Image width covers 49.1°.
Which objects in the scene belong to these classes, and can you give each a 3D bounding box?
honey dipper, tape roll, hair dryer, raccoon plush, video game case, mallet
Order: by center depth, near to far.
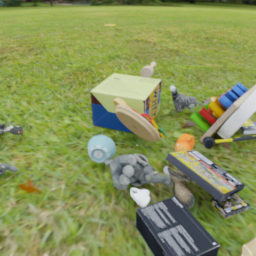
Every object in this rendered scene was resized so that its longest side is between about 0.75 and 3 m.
[{"bbox_3d":[2.110,1.210,7.617,1.786,0.228,1.614,38,22,33],"label":"video game case"},{"bbox_3d":[3.401,0.395,9.411,1.795,0.369,0.591,-8,8,6],"label":"mallet"},{"bbox_3d":[4.240,-0.610,10.008,0.474,2.595,2.595,43,46,15],"label":"tape roll"},{"bbox_3d":[-5.159,0.395,10.420,2.259,0.614,1.721,-19,18,-37],"label":"hair dryer"},{"bbox_3d":[2.449,-1.269,11.944,1.038,1.549,0.750,-20,59,6],"label":"raccoon plush"},{"bbox_3d":[1.157,-3.009,14.279,0.567,0.567,2.987,7,21,11],"label":"honey dipper"}]

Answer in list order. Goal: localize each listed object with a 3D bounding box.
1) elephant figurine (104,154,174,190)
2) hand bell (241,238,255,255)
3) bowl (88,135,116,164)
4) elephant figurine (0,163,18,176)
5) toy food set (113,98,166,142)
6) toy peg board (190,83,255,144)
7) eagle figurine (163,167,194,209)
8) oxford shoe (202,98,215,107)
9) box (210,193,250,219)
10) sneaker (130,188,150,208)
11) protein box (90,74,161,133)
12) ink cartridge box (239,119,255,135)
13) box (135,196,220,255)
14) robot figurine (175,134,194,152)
[{"bbox_3d":[0.322,1.305,8.160,1.550,1.097,1.202,9,53,-37],"label":"elephant figurine"},{"bbox_3d":[2.227,2.868,5.852,1.992,1.037,1.037,-19,32,-3],"label":"hand bell"},{"bbox_3d":[-0.884,0.758,8.883,0.936,0.936,0.489,4,27,6],"label":"bowl"},{"bbox_3d":[-4.149,1.252,8.528,0.855,1.103,0.780,-34,13,25],"label":"elephant figurine"},{"bbox_3d":[0.344,-0.197,9.726,1.945,1.926,0.473,24,71,46],"label":"toy food set"},{"bbox_3d":[3.437,-0.792,10.403,1.039,2.116,2.124,45,48,14],"label":"toy peg board"},{"bbox_3d":[1.486,1.455,7.827,1.011,1.006,1.333,32,31,2],"label":"eagle figurine"},{"bbox_3d":[3.572,-0.780,12.286,0.614,0.601,1.685,-7,26,15],"label":"oxford shoe"},{"bbox_3d":[2.776,2.085,7.658,0.819,0.202,0.654,-12,34,-20],"label":"box"},{"bbox_3d":[0.268,1.769,7.460,0.507,0.431,1.145,33,-5,0],"label":"sneaker"},{"bbox_3d":[-0.022,-1.077,11.722,2.266,1.540,2.282,11,32,18],"label":"protein box"},{"bbox_3d":[4.914,-0.061,11.344,0.910,0.214,0.900,-5,30,-5],"label":"ink cartridge box"},{"bbox_3d":[1.067,2.488,6.497,1.181,0.660,1.673,-14,33,-22],"label":"box"},{"bbox_3d":[1.933,0.586,9.572,0.704,0.571,0.979,-19,19,34],"label":"robot figurine"}]
